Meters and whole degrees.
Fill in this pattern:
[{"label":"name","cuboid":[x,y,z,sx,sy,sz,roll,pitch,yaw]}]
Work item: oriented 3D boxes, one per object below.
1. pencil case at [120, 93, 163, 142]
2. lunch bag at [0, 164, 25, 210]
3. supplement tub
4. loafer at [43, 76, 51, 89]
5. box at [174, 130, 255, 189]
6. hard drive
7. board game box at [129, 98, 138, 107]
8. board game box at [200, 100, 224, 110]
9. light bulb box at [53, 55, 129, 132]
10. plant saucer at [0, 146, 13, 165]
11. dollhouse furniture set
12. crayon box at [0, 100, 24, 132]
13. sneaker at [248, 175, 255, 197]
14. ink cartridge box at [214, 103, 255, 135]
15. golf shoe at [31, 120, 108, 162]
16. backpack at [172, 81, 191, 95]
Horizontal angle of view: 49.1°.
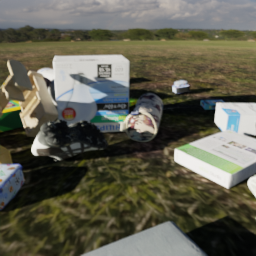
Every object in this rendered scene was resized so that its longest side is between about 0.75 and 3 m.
[{"label":"pencil case","cuboid":[0.588,-0.459,10.032,1.191,1.036,2.662,17,23,5]},{"label":"lunch bag","cuboid":[-3.074,1.297,6.168,1.153,0.544,1.439,1,20,9]},{"label":"supplement tub","cuboid":[-3.029,-1.731,12.531,2.486,1.640,1.640,19,28,39]},{"label":"loafer","cuboid":[-3.422,-1.212,11.259,0.570,1.809,0.650,15,-18,-42]},{"label":"box","cuboid":[2.766,0.743,7.764,2.460,0.447,1.775,-13,25,-34]},{"label":"hard drive","cuboid":[0.565,2.431,3.235,2.078,0.490,2.978,-11,23,-26]},{"label":"board game box","cuboid":[0.073,-1.186,13.108,0.410,0.192,0.807,14,26,34]},{"label":"board game box","cuboid":[3.884,-1.053,12.721,0.993,0.233,0.750,-1,21,-2]},{"label":"light bulb box","cuboid":[-1.285,-1.202,9.900,2.484,2.506,1.564,-4,22,-9]},{"label":"plant saucer","cuboid":[-3.742,0.637,7.373,0.324,1.338,1.338,-51,33,-3]},{"label":"dollhouse furniture set","cuboid":[-3.882,-0.942,8.459,2.950,2.710,1.919,11,42,-51]},{"label":"crayon box","cuboid":[-5.148,-0.533,10.623,2.224,0.751,2.578,-19,28,-39]},{"label":"sneaker","cuboid":[2.776,1.480,5.566,0.916,0.601,1.592,-6,24,-20]},{"label":"ink cartridge box","cuboid":[4.254,-0.333,10.027,1.907,0.798,1.383,0,21,1]},{"label":"golf shoe","cuboid":[-1.606,0.394,7.880,2.388,1.128,0.928,11,45,-51]},{"label":"backpack","cuboid":[2.787,-2.162,15.057,0.930,0.716,0.886,-8,12,-13]}]
